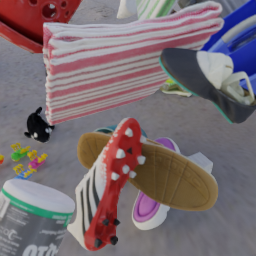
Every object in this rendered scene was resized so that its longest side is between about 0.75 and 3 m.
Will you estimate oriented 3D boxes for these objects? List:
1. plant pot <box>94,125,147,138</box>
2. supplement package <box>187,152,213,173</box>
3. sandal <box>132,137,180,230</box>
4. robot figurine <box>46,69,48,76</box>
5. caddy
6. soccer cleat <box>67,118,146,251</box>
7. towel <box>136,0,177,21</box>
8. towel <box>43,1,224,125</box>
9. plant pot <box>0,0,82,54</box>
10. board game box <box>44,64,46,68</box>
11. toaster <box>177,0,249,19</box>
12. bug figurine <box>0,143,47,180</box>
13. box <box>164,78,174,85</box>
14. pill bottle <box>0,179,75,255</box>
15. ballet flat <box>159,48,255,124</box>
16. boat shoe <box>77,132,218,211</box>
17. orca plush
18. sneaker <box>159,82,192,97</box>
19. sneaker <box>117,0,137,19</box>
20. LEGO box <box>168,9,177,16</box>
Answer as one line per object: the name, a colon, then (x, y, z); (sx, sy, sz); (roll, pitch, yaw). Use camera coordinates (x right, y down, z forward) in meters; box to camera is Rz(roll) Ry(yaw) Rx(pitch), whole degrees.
plant pot: (-0.135, 0.434, 6.503); (1.172, 1.172, 1.101); (23, 26, 28)
supplement package: (1.427, 0.946, 6.258); (0.766, 0.449, 0.448); (-18, 39, -23)
sandal: (0.542, 0.898, 5.845); (1.011, 0.611, 2.485); (-27, 28, 26)
robot figurine: (-1.473, -1.288, 6.756); (0.973, 0.607, 0.731); (17, -1, -34)
caddy: (2.305, -1.471, 5.137); (2.504, 1.314, 1.770); (-30, 47, 32)
soccer cleat: (-0.315, 0.675, 3.659); (0.747, 1.754, 0.602); (12, -7, 41)
towel: (0.693, -3.105, 5.916); (0.325, 2.116, 2.775); (20, 39, -18)
towel: (-0.194, -0.736, 3.941); (1.981, 2.707, 0.405); (-16, 83, -19)
plant pot: (-2.223, -2.768, 6.170); (1.901, 1.731, 1.901); (34, 12, -9)
board game box: (-1.821, -2.925, 11.168); (1.614, 0.434, 2.689); (28, 57, 32)
toaster: (2.691, -3.540, 7.290); (2.962, 1.913, 1.683); (-44, 9, -22)
bug figurine: (-2.563, 0.833, 6.491); (1.465, 0.377, 1.136); (17, 33, 28)
box: (1.849, -2.454, 10.022); (2.863, 1.611, 1.451); (15, 38, 22)
pill bottle: (-1.105, 1.243, 2.773); (0.743, 0.743, 1.314); (19, 83, 24)
ballet flat: (1.000, -0.527, 3.102); (1.505, 0.550, 0.550); (29, 21, -34)
boat shoe: (0.303, 0.505, 4.218); (2.193, 0.808, 0.758); (20, 17, 24)
orca plush: (-2.496, -0.225, 7.812); (0.812, 0.549, 1.544); (-6, 36, -8)
sneaker: (1.626, -1.453, 9.547); (1.197, 0.530, 0.460); (12, 37, 16)
sneaker: (0.170, -4.590, 9.603); (0.904, 0.769, 2.043); (-6, 51, 58)
LEGO box: (1.021, -2.947, 7.338); (0.637, 0.330, 0.855); (30, 18, -16)
